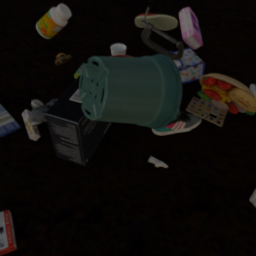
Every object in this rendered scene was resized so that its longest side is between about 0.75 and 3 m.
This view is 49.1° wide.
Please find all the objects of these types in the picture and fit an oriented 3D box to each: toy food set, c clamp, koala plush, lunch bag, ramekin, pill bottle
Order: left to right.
[{"bbox_3d":[-3.313,-0.596,11.470,1.443,1.280,1.326,-10,34,-38],"label":"koala plush"},{"bbox_3d":[-2.552,-3.694,9.678,1.235,0.686,0.686,-27,33,33],"label":"pill bottle"},{"bbox_3d":[-0.559,-4.431,16.087,0.899,0.438,0.899,0,45,0],"label":"ramekin"},{"bbox_3d":[1.414,-3.697,11.704,2.312,1.975,0.313,32,70,-6],"label":"c clamp"},{"bbox_3d":[2.631,-3.110,14.224,1.954,1.210,1.661,-16,45,-6],"label":"lunch bag"},{"bbox_3d":[3.068,-0.990,8.686,1.975,1.955,0.480,31,86,13],"label":"toy food set"}]

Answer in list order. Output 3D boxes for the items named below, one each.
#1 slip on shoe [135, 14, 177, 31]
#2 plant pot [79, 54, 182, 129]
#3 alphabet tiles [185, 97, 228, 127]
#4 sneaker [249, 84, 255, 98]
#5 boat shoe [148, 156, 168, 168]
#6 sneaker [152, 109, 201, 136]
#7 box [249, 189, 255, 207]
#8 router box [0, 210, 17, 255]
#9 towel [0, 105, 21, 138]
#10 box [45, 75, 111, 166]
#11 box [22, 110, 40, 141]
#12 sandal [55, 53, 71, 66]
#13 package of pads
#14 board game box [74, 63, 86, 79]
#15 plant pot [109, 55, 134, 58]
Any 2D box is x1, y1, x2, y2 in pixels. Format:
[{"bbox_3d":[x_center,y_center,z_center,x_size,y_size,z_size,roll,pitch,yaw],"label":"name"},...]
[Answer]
[{"bbox_3d":[1.857,-7.028,18.323,2.805,1.039,0.858,10,51,17],"label":"slip on shoe"},{"bbox_3d":[-0.065,-1.159,8.801,2.455,2.507,2.507,-3,40,-34],"label":"plant pot"},{"bbox_3d":[3.559,-0.886,12.428,1.622,0.073,1.940,26,40,13],"label":"alphabet tiles"},{"bbox_3d":[5.814,-1.673,13.289,0.659,0.431,1.147,2,48,-2],"label":"sneaker"},{"bbox_3d":[1.093,1.343,10.399,0.770,0.273,0.269,27,77,20],"label":"boat shoe"},{"bbox_3d":[2.054,-0.531,11.492,2.200,1.328,0.920,-14,46,-14],"label":"sneaker"},{"bbox_3d":[5.462,2.248,9.090,2.477,0.745,1.445,-18,47,-17],"label":"box"},{"bbox_3d":[-4.039,3.241,8.397,1.124,0.306,1.253,-18,47,-17],"label":"router box"},{"bbox_3d":[-5.655,-0.359,11.652,1.943,0.231,1.427,43,46,13],"label":"towel"},{"bbox_3d":[-1.729,-0.308,10.591,1.305,2.282,2.506,16,47,16],"label":"box"},{"bbox_3d":[-4.081,-0.128,11.725,0.341,0.318,1.645,-42,50,10],"label":"box"},{"bbox_3d":[-1.885,-1.994,7.990,0.381,0.256,0.949,-31,14,15],"label":"sandal"},{"bbox_3d":[2.305,-3.677,10.376,0.514,0.819,1.359,-19,62,31],"label":"package of pads"},{"bbox_3d":[-1.780,-2.842,14.611,1.741,0.254,1.172,11,45,11],"label":"board game box"},{"bbox_3d":[-0.347,-1.963,12.570,1.916,1.864,1.916,0,44,0],"label":"plant pot"}]
